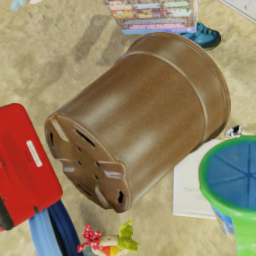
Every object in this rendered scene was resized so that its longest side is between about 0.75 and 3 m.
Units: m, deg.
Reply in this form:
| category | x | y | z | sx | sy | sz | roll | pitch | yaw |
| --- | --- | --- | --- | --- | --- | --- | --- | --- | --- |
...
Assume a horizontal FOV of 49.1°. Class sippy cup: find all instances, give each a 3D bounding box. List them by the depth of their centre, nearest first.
| category | x | y | z | sx | sy | sz | roll | pitch | yaw |
| --- | --- | --- | --- | --- | --- | --- | --- | --- | --- |
| sippy cup | 2.132 | 1.244 | 4.939 | 2.115 | 1.550 | 1.661 | -35 | 40 | -18 |

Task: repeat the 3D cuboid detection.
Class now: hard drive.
| category | x | y | z | sx | sy | sz | roll | pitch | yaw |
| --- | --- | --- | --- | --- | --- | --- | --- | --- | --- |
| hard drive | 1.948 | 1.306 | 7.531 | 1.393 | 0.282 | 2.111 | 5 | 68 | 2 |

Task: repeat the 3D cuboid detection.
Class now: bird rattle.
| category | x | y | z | sx | sy | sz | roll | pitch | yaw |
| --- | --- | --- | --- | --- | --- | --- | --- | --- | --- |
| bird rattle | -0.292 | 1.781 | 4.218 | 0.911 | 0.743 | 0.513 | -11 | 45 | -7 |

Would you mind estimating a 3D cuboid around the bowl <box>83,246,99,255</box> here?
| category | x | y | z | sx | sy | sz | roll | pitch | yaw |
| --- | --- | --- | --- | --- | --- | --- | --- | --- | --- |
| bowl | -0.890 | 3.413 | 6.370 | 1.543 | 0.807 | 1.543 | 0 | 67 | 1 |

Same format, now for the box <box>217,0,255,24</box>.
| category | x | y | z | sx | sy | sz | roll | pitch | yaw |
| --- | --- | --- | --- | --- | --- | --- | --- | --- | --- |
| box | 2.820 | -2.824 | 5.417 | 0.764 | 1.482 | 2.540 | -16 | 52 | -39 |

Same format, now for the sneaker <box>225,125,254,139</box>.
| category | x | y | z | sx | sy | sz | roll | pitch | yaw |
| --- | --- | --- | --- | --- | --- | --- | --- | --- | --- |
| sneaker | 3.205 | 0.145 | 7.880 | 0.821 | 0.534 | 0.328 | 12 | 69 | 5 |

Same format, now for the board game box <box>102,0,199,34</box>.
| category | x | y | z | sx | sy | sz | roll | pitch | yaw |
| --- | --- | --- | --- | --- | --- | --- | --- | --- | --- |
| board game box | 0.527 | -3.419 | 6.614 | 2.051 | 2.573 | 1.246 | 5 | 82 | 18 |

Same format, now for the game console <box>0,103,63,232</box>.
| category | x | y | z | sx | sy | sz | roll | pitch | yaw |
| --- | --- | --- | --- | --- | --- | --- | --- | --- | --- |
| game console | -2.141 | 0.685 | 4.431 | 1.486 | 1.024 | 1.725 | -28 | 97 | -39 |

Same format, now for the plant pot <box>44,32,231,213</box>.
| category | x | y | z | sx | sy | sz | roll | pitch | yaw |
| --- | --- | --- | --- | --- | --- | --- | --- | --- | --- |
| plant pot | 0.081 | -0.036 | 5.270 | 2.649 | 2.649 | 2.623 | 40 | 56 | 15 |

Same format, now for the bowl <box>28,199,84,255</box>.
| category | x | y | z | sx | sy | sz | roll | pitch | yaw |
| --- | --- | --- | --- | --- | --- | --- | --- | --- | --- |
| bowl | -1.264 | 2.044 | 5.104 | 0.375 | 1.910 | 1.910 | -24 | 69 | -8 |

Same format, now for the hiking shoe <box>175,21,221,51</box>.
| category | x | y | z | sx | sy | sz | roll | pitch | yaw |
| --- | --- | --- | --- | --- | --- | --- | --- | --- | --- |
| hiking shoe | 1.734 | -3.275 | 8.977 | 2.637 | 1.143 | 0.981 | 21 | 69 | 8 |

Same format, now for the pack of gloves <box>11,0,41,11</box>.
| category | x | y | z | sx | sy | sz | roll | pitch | yaw |
| --- | --- | --- | --- | --- | --- | --- | --- | --- | --- |
| pack of gloves | -1.745 | -3.475 | 5.890 | 1.845 | 0.433 | 2.196 | 5 | 63 | 42 |
